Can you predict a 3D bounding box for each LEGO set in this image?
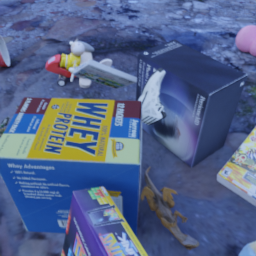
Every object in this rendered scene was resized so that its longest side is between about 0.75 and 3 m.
[{"bbox_3d":[-3.817,0.118,9.469,1.636,0.714,2.519,20,33,18],"label":"LEGO set"}]

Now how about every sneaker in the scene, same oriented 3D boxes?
[{"bbox_3d":[0.779,-0.749,7.419,0.886,1.539,0.581,34,25,13],"label":"sneaker"}]

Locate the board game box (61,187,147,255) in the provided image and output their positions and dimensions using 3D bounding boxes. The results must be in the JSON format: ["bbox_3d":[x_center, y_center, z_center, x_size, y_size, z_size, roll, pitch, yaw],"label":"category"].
[{"bbox_3d":[-0.383,2.414,4.436,0.653,1.904,2.303,-2,28,-30],"label":"board game box"}]

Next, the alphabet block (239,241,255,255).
[{"bbox_3d":[3.438,3.271,4.182,2.988,2.918,2.934,-11,45,-13],"label":"alphabet block"}]

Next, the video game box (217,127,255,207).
[{"bbox_3d":[4.006,1.257,7.707,2.259,0.529,2.058,34,69,32],"label":"video game box"}]

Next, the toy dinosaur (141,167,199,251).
[{"bbox_3d":[0.746,1.845,7.147,0.827,1.455,2.739,-24,52,-6],"label":"toy dinosaur"}]

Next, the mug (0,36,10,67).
[{"bbox_3d":[-6.644,-3.219,12.766,2.117,1.879,1.412,-13,81,-8],"label":"mug"}]

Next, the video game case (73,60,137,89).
[{"bbox_3d":[-0.804,-1.775,9.554,1.774,0.195,1.617,16,-8,-27],"label":"video game case"}]

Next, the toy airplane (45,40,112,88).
[{"bbox_3d":[-1.863,-2.718,11.616,2.448,1.727,2.437,30,51,26],"label":"toy airplane"}]

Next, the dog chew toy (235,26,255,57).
[{"bbox_3d":[6.268,-4.056,13.533,1.277,1.277,2.051,-30,58,-28],"label":"dog chew toy"}]

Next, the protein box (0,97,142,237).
[{"bbox_3d":[-1.101,0.996,6.691,2.816,2.837,1.914,2,42,2],"label":"protein box"}]

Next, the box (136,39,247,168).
[{"bbox_3d":[1.699,-0.800,8.704,1.720,2.792,2.769,-28,49,-29],"label":"box"}]
